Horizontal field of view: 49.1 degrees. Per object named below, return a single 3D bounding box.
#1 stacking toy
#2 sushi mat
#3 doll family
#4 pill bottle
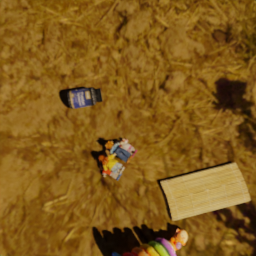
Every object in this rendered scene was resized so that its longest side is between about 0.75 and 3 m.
[{"bbox_3d":[0.952,4.083,8.873,2.616,1.436,1.518,-26,92,-26],"label":"stacking toy"},{"bbox_3d":[2.751,2.258,9.996,2.961,0.179,1.417,-13,71,-5],"label":"sushi mat"},{"bbox_3d":[-0.459,1.014,10.138,1.030,0.748,1.660,31,73,12],"label":"doll family"},{"bbox_3d":[-1.675,-1.183,10.951,1.287,0.720,0.720,-10,70,-3],"label":"pill bottle"}]
